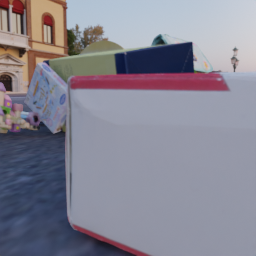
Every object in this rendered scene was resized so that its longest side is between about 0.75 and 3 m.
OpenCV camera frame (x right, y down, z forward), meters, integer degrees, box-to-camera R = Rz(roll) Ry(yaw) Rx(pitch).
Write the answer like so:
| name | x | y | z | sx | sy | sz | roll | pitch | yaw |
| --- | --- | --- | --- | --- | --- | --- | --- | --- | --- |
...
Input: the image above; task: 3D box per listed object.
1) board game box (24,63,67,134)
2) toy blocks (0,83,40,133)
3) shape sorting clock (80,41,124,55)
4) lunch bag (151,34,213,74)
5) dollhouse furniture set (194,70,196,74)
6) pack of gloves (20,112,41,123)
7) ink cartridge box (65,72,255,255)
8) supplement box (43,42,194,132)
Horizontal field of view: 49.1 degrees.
| name | x | y | z | sx | sy | sz | roll | pitch | yaw |
| --- | --- | --- | --- | --- | --- | --- | --- | --- | --- |
| board game box | -1.764 | -0.658 | 6.267 | 1.131 | 1.134 | 0.233 | 45 | 36 | 15 |
| toy blocks | -2.741 | -0.497 | 6.195 | 1.235 | 1.040 | 1.154 | -4 | -12 | 27 |
| shape sorting clock | -0.907 | -1.613 | 9.560 | 2.660 | 2.660 | 0.522 | 5 | 4 | 34 |
| lunch bag | 1.900 | -1.923 | 10.644 | 1.810 | 2.968 | 2.529 | 8 | 10 | 44 |
| dollhouse furniture set | 0.719 | -1.380 | 9.003 | 2.801 | 1.081 | 1.400 | -20 | 29 | 31 |
| pack of gloves | -2.796 | -0.220 | 8.571 | 1.543 | 0.304 | 1.296 | 9 | 5 | -12 |
| ink cartridge box | 1.149 | 0.124 | 2.511 | 2.060 | 1.195 | 2.791 | 5 | 11 | 33 |
| supplement box | -0.130 | -1.003 | 6.877 | 2.620 | 1.761 | 2.623 | 7 | 21 | 40 |
